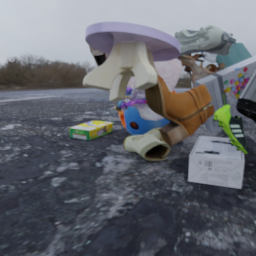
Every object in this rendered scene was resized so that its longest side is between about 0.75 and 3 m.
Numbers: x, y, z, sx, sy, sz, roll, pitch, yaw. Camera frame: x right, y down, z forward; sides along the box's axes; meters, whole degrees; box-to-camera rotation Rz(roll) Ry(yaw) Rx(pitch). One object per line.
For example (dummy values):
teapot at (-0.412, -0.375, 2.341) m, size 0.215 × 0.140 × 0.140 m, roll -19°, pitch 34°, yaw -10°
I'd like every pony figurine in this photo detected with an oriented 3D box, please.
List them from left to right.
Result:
pony figurine at (0.410, -1.045, 9.835) m, size 1.731 × 1.493 × 1.793 m, roll -5°, pitch 26°, yaw 19°

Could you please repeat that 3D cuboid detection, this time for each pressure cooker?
pressure cooker at (4.864, -1.265, 7.996) m, size 2.617 × 2.930 × 2.577 m, roll 28°, pitch 5°, yaw -9°

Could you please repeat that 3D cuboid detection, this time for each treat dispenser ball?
treat dispenser ball at (1.023, -0.909, 13.588) m, size 2.993 × 2.993 × 2.993 m, roll 0°, pitch 12°, yaw 0°

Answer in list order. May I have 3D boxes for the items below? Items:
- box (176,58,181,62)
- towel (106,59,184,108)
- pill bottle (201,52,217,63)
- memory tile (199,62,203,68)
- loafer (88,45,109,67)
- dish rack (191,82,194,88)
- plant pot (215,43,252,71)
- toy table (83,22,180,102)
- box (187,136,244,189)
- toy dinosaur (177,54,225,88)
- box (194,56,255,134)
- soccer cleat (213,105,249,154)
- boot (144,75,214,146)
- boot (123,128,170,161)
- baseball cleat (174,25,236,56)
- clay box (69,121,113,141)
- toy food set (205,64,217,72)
box at (1.963, -3.237, 12.925) m, size 1.048 × 1.535 × 0.289 m, roll 31°, pitch 27°, yaw -25°
towel at (0.589, -2.152, 11.571) m, size 2.830 × 2.703 × 0.456 m, roll 28°, pitch -14°, yaw -1°
pill bottle at (4.080, -3.720, 13.768) m, size 0.917 × 0.917 × 1.532 m, roll 1°, pitch 18°, yaw 6°
memory tile at (3.170, -2.453, 12.553) m, size 0.091 × 0.832 × 1.085 m, roll 18°, pitch 61°, yaw 20°
loafer at (-0.937, -2.544, 9.877) m, size 0.737 × 2.051 × 0.645 m, roll 4°, pitch 43°, yaw 37°
dish rack at (3.665, -2.383, 14.451) m, size 0.287 × 1.319 × 1.132 m, roll 4°, pitch 52°, yaw -7°
plant pot at (4.707, -2.576, 12.026) m, size 1.737 × 1.701 × 1.737 m, roll -19°, pitch -17°, yaw -6°
toy table at (0.139, -1.664, 7.577) m, size 2.718 × 1.592 × 2.498 m, roll 6°, pitch -7°, yaw -13°
box at (3.046, 1.032, 9.521) m, size 1.634 × 0.842 × 2.801 m, roll 4°, pitch 13°, yaw 19°
toy dinosaur at (2.848, -1.771, 10.660) m, size 1.182 × 2.754 × 1.866 m, roll -26°, pitch 32°, yaw 1°
box at (3.770, -1.172, 9.808) m, size 2.570 × 2.004 × 0.529 m, roll -23°, pitch 28°, yaw -5°
soccer cleat at (2.227, 0.046, 5.778) m, size 0.471 × 1.162 × 0.392 m, roll -41°, pitch 15°, yaw -3°
boot at (1.496, -0.753, 7.611) m, size 1.741 × 2.242 × 0.860 m, roll -33°, pitch 26°, yaw -15°
boot at (1.211, 0.655, 11.291) m, size 2.342 × 0.844 × 1.811 m, roll -12°, pitch 16°, yaw -25°
baseball cleat at (2.431, -2.724, 9.301) m, size 1.439 × 0.943 × 2.703 m, roll 14°, pitch 10°, yaw -20°
clay box at (-1.801, 0.080, 14.601) m, size 1.326 × 0.549 × 2.308 m, roll 7°, pitch 14°, yaw 30°
toy food set at (4.349, -2.995, 14.659) m, size 1.062 × 0.733 × 0.213 m, roll -35°, pitch -7°, yaw 30°
